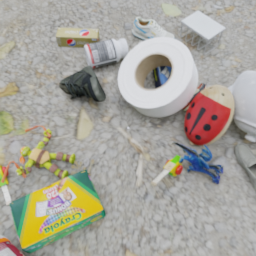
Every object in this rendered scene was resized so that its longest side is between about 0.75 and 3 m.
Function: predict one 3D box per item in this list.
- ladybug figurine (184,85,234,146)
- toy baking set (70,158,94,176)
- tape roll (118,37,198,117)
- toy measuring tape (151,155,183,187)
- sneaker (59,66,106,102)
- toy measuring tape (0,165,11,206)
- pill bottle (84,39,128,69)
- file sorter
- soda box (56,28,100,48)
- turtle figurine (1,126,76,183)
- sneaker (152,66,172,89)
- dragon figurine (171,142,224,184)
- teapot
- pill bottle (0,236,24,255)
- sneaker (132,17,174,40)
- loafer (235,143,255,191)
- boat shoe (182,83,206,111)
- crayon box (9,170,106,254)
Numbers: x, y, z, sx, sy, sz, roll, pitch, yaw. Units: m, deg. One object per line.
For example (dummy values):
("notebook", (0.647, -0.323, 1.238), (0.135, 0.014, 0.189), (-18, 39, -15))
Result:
("ladybug figurine", (2.671, -0.386, 9.661), (1.579, 2.326, 0.837), (35, 22, 36))
("toy baking set", (-1.516, 1.388, 9.412), (0.891, 0.684, 0.104), (-12, 16, -25))
("tape roll", (1.080, -1.887, 10.408), (2.880, 1.007, 2.880), (-8, 70, 23))
("toy measuring tape", (1.332, 1.506, 9.258), (0.603, 0.603, 1.639), (37, 55, 21))
("sneaker", (-1.735, -1.450, 10.636), (1.490, 0.994, 2.601), (-29, 37, -4))
("toy measuring tape", (-4.170, 1.759, 9.188), (0.584, 0.584, 1.588), (-23, 61, -14))
("pill bottle", (-0.926, -3.220, 12.015), (1.758, 1.018, 1.018), (-16, 59, -10))
("file sorter", (3.287, -4.283, 12.687), (1.118, 1.004, 1.612), (-35, 64, -20))
("soda box", (-2.285, -4.117, 12.820), (1.892, 0.606, 0.641), (3, 58, 1))
("turtle figurine", (-2.914, 1.127, 9.438), (1.966, 0.785, 2.437), (20, 50, 3))
("sneaker", (1.599, -2.010, 11.339), (1.014, 0.912, 2.467), (1, 61, -7))
("dragon figurine", (2.307, 0.997, 9.067), (1.118, 2.249, 0.662), (-6, 43, 40))
("teapot", (4.779, -0.485, 9.660), (2.932, 2.169, 2.971), (18, 10, -30))
("pill bottle", (-2.922, 4.151, 7.140), (2.662, 1.459, 1.459), (33, 64, 19))
("sneaker", (1.171, -4.415, 12.855), (2.033, 0.821, 0.778), (20, 59, 4))
("loafer", (4.211, 1.252, 9.447), (0.634, 0.633, 1.813), (-16, 59, -10))
("boat shoe", (2.515, -1.303, 10.997), (0.469, 0.533, 1.498), (45, 72, -1))
("crayon box", (-2.129, 2.512, 8.582), (2.509, 0.731, 1.490), (-23, 59, -14))
